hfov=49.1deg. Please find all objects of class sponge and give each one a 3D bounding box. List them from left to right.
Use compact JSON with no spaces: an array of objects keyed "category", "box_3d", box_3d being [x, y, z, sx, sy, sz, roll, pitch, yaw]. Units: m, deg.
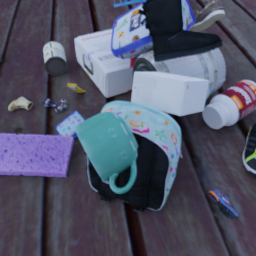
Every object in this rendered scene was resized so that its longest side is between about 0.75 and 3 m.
[{"category":"sponge","box_3d":[-2.974,0.836,8.704,2.376,0.354,1.325,2,55,1]}]

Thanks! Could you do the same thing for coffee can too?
[{"category":"coffee can","box_3d":[-3.113,-2.941,11.906,0.912,0.912,1.246,-11,48,-10]}]

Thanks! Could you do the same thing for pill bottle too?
[{"category":"pill bottle","box_3d":[3.611,-0.778,9.756,2.026,1.145,1.145,-30,54,-24]}]

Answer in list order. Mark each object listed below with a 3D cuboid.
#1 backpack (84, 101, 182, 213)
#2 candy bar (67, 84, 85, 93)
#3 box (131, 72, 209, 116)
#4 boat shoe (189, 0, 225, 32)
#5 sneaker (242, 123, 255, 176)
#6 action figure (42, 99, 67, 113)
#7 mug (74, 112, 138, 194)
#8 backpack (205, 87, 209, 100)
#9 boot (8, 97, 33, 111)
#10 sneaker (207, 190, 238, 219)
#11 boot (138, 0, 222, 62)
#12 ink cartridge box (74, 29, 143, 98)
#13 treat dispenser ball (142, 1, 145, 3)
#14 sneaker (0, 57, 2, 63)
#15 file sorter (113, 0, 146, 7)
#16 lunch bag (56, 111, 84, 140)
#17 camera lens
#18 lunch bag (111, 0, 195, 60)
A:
[{"category":"backpack","box_3d":[0.160,0.610,7.356,2.453,2.764,2.081,16,50,15]},{"category":"candy bar","box_3d":[-1.928,-1.455,10.428,0.357,1.433,0.159,4,88,4]},{"category":"box","box_3d":[1.122,-0.990,7.682,1.657,0.881,1.262,20,21,39]},{"category":"boat shoe","box_3d":[2.865,-4.153,10.521,0.696,1.937,0.576,-6,90,-19]},{"category":"sneaker","box_3d":[4.070,0.508,8.729,0.774,0.894,2.160,11,48,10]},{"category":"action figure","box_3d":[-2.691,-0.863,10.414,0.954,0.331,0.621,13,42,7]},{"category":"mug","box_3d":[-0.309,0.403,5.544,0.912,1.474,1.211,-29,16,-6]},{"category":"backpack","box_3d":[1.901,-1.050,8.360,0.807,0.856,1.050,-40,24,-13]},{"category":"boot","box_3d":[-3.969,-0.796,10.372,0.598,0.280,0.769,26,49,22]},{"category":"sneaker","box_3d":[2.650,2.059,7.679,0.383,0.368,0.977,-22,53,-26]},{"category":"boot","box_3d":[1.431,-2.852,7.746,2.107,1.727,0.780,-7,21,18]},{"category":"ink cartridge box","box_3d":[-0.619,-2.735,11.452,2.149,1.247,2.912,-20,48,-22]},{"category":"treat dispenser ball","box_3d":[1.827,-7.657,15.151,2.638,2.638,2.638,0,47,0]},{"category":"sneaker","box_3d":[-6.091,-3.319,12.565,1.223,0.485,0.461,29,55,26]},{"category":"file sorter","box_3d":[0.122,-5.010,10.391,1.230,0.755,0.854,5,28,35]},{"category":"lunch bag","box_3d":[-1.956,0.022,9.538,1.018,0.479,0.767,-33,57,-15]},{"category":"camera lens","box_3d":[1.713,-1.830,9.989,2.782,2.225,2.225,-22,51,-20]},{"category":"lunch bag","box_3d":[0.800,-3.572,9.820,2.301,1.676,2.706,-11,33,39]}]
